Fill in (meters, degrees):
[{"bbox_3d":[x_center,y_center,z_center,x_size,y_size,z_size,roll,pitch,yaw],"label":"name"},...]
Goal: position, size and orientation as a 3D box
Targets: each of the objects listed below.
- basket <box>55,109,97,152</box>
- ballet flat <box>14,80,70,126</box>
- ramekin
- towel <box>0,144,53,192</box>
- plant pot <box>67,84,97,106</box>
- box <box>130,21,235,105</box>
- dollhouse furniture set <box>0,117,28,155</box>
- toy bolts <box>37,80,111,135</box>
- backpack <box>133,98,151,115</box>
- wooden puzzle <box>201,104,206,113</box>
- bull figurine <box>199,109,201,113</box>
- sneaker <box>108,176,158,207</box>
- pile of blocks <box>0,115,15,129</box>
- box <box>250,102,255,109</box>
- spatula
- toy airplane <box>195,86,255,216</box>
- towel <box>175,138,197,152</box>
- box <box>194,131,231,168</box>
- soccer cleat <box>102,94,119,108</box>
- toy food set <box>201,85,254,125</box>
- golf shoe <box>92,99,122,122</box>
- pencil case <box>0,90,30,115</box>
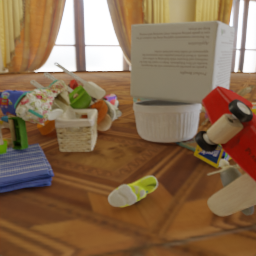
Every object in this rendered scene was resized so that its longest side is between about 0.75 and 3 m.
[{"bbox_3d":[-1.569,0.050,8.836,1.122,1.021,1.655,0,14,-1],"label":"basket"},{"bbox_3d":[-2.262,-0.699,8.185,0.943,1.116,2.951,35,20,-5],"label":"ballet flat"},{"bbox_3d":[1.307,-0.291,9.548,2.274,1.193,2.274,-2,11,0],"label":"ramekin"},{"bbox_3d":[-2.987,0.982,6.924,1.919,0.316,2.651,-8,15,-22],"label":"towel"},{"bbox_3d":[-2.335,-1.434,14.016,1.390,1.404,1.404,8,15,2],"label":"plant pot"},{"bbox_3d":[1.902,-2.246,9.562,2.787,2.399,2.800,9,17,29],"label":"box"},{"bbox_3d":[-3.765,0.218,7.791,1.776,0.891,1.163,-1,8,43],"label":"dollhouse furniture set"},{"bbox_3d":[-2.001,-0.448,10.886,2.486,1.805,2.603,-40,28,4],"label":"toy bolts"},{"bbox_3d":[1.402,-1.062,12.137,2.355,1.491,1.965,1,17,13],"label":"backpack"},{"bbox_3d":[4.287,-1.206,14.631,1.894,0.473,2.045,10,18,33],"label":"wooden puzzle"},{"bbox_3d":[2.678,-1.039,13.477,1.079,0.579,1.777,32,-11,-30],"label":"bull figurine"},{"bbox_3d":[0.074,1.296,5.543,1.056,0.400,0.555,-16,-16,-20],"label":"sneaker"},{"bbox_3d":[-4.441,-0.244,10.774,1.458,0.599,0.453,8,17,30],"label":"pile of blocks"},{"bbox_3d":[5.219,-0.573,11.494,1.733,0.845,1.078,6,16,24],"label":"box"},{"bbox_3d":[-2.357,-1.548,10.925,2.565,0.206,1.783,34,63,14],"label":"spatula"},{"bbox_3d":[2.310,0.514,4.227,2.357,2.346,1.663,6,19,38],"label":"toy airplane"},{"bbox_3d":[2.305,0.552,8.632,1.050,0.155,1.431,-7,17,-29],"label":"towel"},{"bbox_3d":[2.806,0.336,7.872,2.203,0.708,0.772,-18,38,-43],"label":"box"},{"bbox_3d":[-1.012,-1.386,14.284,0.797,0.743,2.179,24,15,-16],"label":"soccer cleat"},{"bbox_3d":[4.106,-1.044,11.973,2.899,1.843,0.457,-22,66,-44],"label":"toy food set"},{"bbox_3d":[-0.757,-0.718,11.931,1.196,0.963,2.459,5,10,-20],"label":"golf shoe"},{"bbox_3d":[-4.521,-1.201,13.162,2.883,1.252,1.125,1,-15,0],"label":"pencil case"}]
